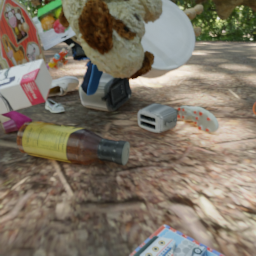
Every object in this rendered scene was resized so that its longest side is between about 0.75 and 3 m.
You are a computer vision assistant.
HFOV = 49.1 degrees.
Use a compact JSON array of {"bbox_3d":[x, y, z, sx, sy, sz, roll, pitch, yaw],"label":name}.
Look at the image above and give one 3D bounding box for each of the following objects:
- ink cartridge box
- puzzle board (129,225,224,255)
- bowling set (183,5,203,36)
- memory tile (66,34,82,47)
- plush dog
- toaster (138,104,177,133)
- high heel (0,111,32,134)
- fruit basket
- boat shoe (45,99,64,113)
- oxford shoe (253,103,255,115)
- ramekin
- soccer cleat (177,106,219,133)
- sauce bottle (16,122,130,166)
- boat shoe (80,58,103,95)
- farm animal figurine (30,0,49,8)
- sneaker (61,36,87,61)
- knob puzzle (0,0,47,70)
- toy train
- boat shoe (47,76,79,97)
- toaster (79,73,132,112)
[{"bbox_3d":[-2.432,-0.858,6.008,1.371,0.578,0.992,-14,37,6],"label":"ink cartridge box"},{"bbox_3d":[0.475,2.022,3.214,1.659,0.192,2.202,18,27,38],"label":"puzzle board"},{"bbox_3d":[2.054,-3.369,9.880,2.192,1.525,1.177,-40,22,-33],"label":"bowling set"},{"bbox_3d":[-1.136,-3.004,11.074,2.660,0.223,2.038,32,6,20],"label":"memory tile"},{"bbox_3d":[-0.379,-1.704,4.622,1.793,1.919,2.234,-30,-25,24],"label":"plush dog"},{"bbox_3d":[0.838,-0.310,8.541,1.228,0.698,0.793,21,31,39],"label":"toaster"},{"bbox_3d":[-3.635,-0.397,8.891,0.842,0.591,1.752,-20,42,-22],"label":"high heel"},{"bbox_3d":[-2.006,-2.983,8.095,1.295,1.399,0.656,-28,-21,2],"label":"fruit basket"},{"bbox_3d":[-2.709,-0.793,10.264,0.397,0.345,1.077,-17,27,-38],"label":"boat shoe"},{"bbox_3d":[5.207,-0.345,8.749,2.439,0.869,0.889,20,8,33],"label":"oxford shoe"},{"bbox_3d":[0.571,-2.196,7.118,2.060,2.060,0.959,-9,-11,-21],"label":"ramekin"},{"bbox_3d":[2.283,-0.354,8.774,0.739,0.660,1.905,-6,19,-22],"label":"soccer cleat"},{"bbox_3d":[-1.281,0.403,6.548,2.651,0.875,0.875,9,23,15],"label":"sauce bottle"},{"bbox_3d":[-1.018,-1.678,7.806,0.536,1.560,0.657,38,22,28],"label":"boat shoe"},{"bbox_3d":[-3.250,-4.590,9.471,1.328,0.827,1.645,24,12,-18],"label":"farm animal figurine"},{"bbox_3d":[-2.623,-3.814,12.818,2.416,1.351,0.883,12,-5,10],"label":"sneaker"},{"bbox_3d":[-2.642,-2.176,7.058,0.345,2.486,2.486,-2,21,10],"label":"knob puzzle"},{"bbox_3d":[-2.383,-2.517,10.180,1.130,0.418,1.504,-32,18,26],"label":"toy train"},{"bbox_3d":[-3.043,-1.741,12.396,2.185,0.775,0.763,-14,52,-40],"label":"boat shoe"},{"bbox_3d":[-0.886,-1.375,10.594,1.373,1.208,2.126,7,32,28],"label":"toaster"}]
